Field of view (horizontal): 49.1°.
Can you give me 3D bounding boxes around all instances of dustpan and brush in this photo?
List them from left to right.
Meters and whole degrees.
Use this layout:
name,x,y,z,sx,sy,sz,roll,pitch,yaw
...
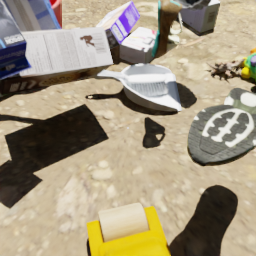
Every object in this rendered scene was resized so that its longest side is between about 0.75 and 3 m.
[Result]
name,x,y,z,sx,sy,sz,roll,pitch,yaw
dustpan and brush,0.147,-1.424,8.612,2.872,0.822,2.004,0,46,0

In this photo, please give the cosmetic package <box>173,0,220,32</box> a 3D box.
name,x,y,z,sx,sy,sz,roll,pitch,yaw
cosmetic package,2.815,-5.099,11.919,0.840,1.169,2.071,-23,49,-21

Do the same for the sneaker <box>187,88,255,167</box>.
name,x,y,z,sx,sy,sz,roll,pitch,yaw
sneaker,1.709,0.191,4.645,0.967,1.114,2.514,28,36,29

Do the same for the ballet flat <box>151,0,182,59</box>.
name,x,y,z,sx,sy,sz,roll,pitch,yaw
ballet flat,0.912,-2.179,6.419,0.616,1.702,0.577,4,61,1

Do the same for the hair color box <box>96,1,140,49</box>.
name,x,y,z,sx,sy,sz,roll,pitch,yaw
hair color box,-0.556,-3.787,10.585,1.277,0.757,2.337,-13,38,35

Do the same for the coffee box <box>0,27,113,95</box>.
name,x,y,z,sx,sy,sz,roll,pitch,yaw
coffee box,-1.800,-1.574,6.568,2.439,1.379,0.974,-16,92,-27

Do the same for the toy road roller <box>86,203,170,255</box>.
name,x,y,z,sx,sy,sz,roll,pitch,yaw
toy road roller,0.088,2.134,4.657,1.351,1.605,2.199,-11,47,-10

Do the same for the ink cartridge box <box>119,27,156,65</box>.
name,x,y,z,sx,sy,sz,roll,pitch,yaw
ink cartridge box,0.526,-3.012,10.270,1.097,0.637,1.487,23,49,20

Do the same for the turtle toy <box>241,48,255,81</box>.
name,x,y,z,sx,sy,sz,roll,pitch,yaw
turtle toy,4.426,-2.023,9.149,1.265,0.877,1.735,11,47,10

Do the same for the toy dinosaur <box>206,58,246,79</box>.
name,x,y,z,sx,sy,sz,roll,pitch,yaw
toy dinosaur,3.290,-2.070,9.506,1.199,0.515,0.813,13,35,34

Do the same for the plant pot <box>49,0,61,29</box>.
name,x,y,z,sx,sy,sz,roll,pitch,yaw
plant pot,-3.294,-3.144,9.318,2.468,2.184,2.468,1,46,-1

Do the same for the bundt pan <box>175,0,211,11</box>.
name,x,y,z,sx,sy,sz,roll,pitch,yaw
bundt pan,1.897,-3.738,7.399,0.505,1.346,1.346,8,36,-38

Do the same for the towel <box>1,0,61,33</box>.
name,x,y,z,sx,sy,sz,roll,pitch,yaw
towel,-2.817,-2.619,6.668,2.181,1.602,0.260,-14,23,18

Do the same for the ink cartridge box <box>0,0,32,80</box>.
name,x,y,z,sx,sy,sz,roll,pitch,yaw
ink cartridge box,-2.447,-1.759,4.824,0.911,0.359,1.832,-37,100,-41

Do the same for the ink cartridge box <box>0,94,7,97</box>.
name,x,y,z,sx,sy,sz,roll,pitch,yaw
ink cartridge box,-4.468,-1.757,8.939,1.366,0.822,1.880,-34,56,-29
